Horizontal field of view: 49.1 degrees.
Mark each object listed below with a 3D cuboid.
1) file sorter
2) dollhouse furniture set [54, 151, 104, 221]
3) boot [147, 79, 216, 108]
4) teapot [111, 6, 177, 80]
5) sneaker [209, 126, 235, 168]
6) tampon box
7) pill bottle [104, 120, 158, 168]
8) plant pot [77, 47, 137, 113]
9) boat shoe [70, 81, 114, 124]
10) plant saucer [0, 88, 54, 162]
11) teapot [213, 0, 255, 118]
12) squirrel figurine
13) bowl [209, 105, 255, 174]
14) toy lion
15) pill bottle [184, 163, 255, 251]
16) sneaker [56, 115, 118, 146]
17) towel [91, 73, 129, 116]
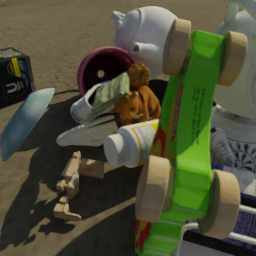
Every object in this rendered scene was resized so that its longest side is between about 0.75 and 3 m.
[{"bbox_3d":[1.132,2.083,3.264,1.516,1.360,2.184,12,35,16],"label":"file sorter"},{"bbox_3d":[-0.919,1.062,5.405,0.577,0.676,1.303,8,37,9],"label":"dollhouse furniture set"},{"bbox_3d":[1.842,-1.076,8.414,2.277,0.788,1.982,16,23,22],"label":"boot"},{"bbox_3d":[0.367,-2.923,9.074,1.853,2.504,2.537,20,-14,-29],"label":"teapot"},{"bbox_3d":[1.696,0.427,4.998,0.418,1.116,0.484,-36,41,-4],"label":"sneaker"},{"bbox_3d":[-4.073,-1.519,8.682,1.860,1.394,1.174,-28,42,-36],"label":"tampon box"},{"bbox_3d":[0.333,0.328,6.034,1.614,0.882,0.882,-12,35,-27],"label":"pill bottle"},{"bbox_3d":[-0.684,-1.524,8.541,1.843,1.843,1.650,-9,19,-14],"label":"plant pot"},{"bbox_3d":[-0.620,-0.821,7.565,0.729,0.820,2.230,-34,11,38],"label":"boat shoe"},{"bbox_3d":[-2.083,-0.164,5.514,0.333,1.732,1.732,35,25,-23],"label":"plant saucer"},{"bbox_3d":[2.543,-1.088,5.129,2.270,2.240,1.658,3,27,-13],"label":"teapot"},{"bbox_3d":[0.067,-0.806,6.936,1.127,1.592,1.486,-1,-1,24],"label":"squirrel figurine"},{"bbox_3d":[2.439,0.164,6.321,2.608,1.224,2.608,0,34,0],"label":"bowl"},{"bbox_3d":[0.630,0.413,4.158,0.998,2.786,2.907,12,70,-1],"label":"toy lion"},{"bbox_3d":[1.855,1.299,4.558,2.137,1.195,1.195,14,36,16],"label":"pill bottle"},{"bbox_3d":[-0.914,0.189,6.703,1.599,0.644,0.611,-20,12,-32],"label":"sneaker"},{"bbox_3d":[-0.368,-0.752,5.940,0.897,0.220,1.208,-31,23,18],"label":"towel"}]
